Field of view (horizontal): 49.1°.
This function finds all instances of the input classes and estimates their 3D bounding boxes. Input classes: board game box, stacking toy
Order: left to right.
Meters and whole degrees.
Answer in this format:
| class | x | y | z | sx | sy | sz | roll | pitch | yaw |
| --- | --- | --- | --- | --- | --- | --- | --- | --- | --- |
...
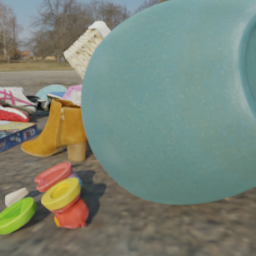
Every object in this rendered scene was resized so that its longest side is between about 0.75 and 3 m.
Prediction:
| class | x | y | z | sx | sy | sz | roll | pitch | yaw |
| --- | --- | --- | --- | --- | --- | --- | --- | --- | --- |
| board game box | -3.242 | 0.208 | 6.692 | 1.279 | 0.327 | 1.888 | 4 | 14 | 13 |
| stacking toy | -1.067 | 1.028 | 3.680 | 1.117 | 0.521 | 1.234 | -29 | 16 | -8 |

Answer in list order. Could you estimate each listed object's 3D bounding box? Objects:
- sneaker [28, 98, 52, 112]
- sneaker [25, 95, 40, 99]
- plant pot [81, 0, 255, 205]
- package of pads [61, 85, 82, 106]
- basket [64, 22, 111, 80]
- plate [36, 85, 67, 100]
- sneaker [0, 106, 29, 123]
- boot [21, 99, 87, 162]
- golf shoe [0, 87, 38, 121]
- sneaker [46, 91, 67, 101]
| class | x | y | z | sx | sy | sz | roll | pitch | yaw |
| --- | --- | --- | --- | --- | --- | --- | --- | --- | --- |
| sneaker | -2.850 | -0.787 | 9.630 | 1.391 | 0.462 | 0.629 | 11 | -5 | -5 |
| sneaker | -4.033 | -1.037 | 11.198 | 1.612 | 0.578 | 0.667 | 4 | 6 | 5 |
| plant pot | 1.012 | -0.381 | 3.261 | 2.709 | 2.709 | 1.825 | -7 | -3 | -26 |
| package of pads | -1.338 | -0.699 | 8.389 | 0.762 | 1.213 | 2.014 | 40 | 20 | 3 |
| basket | -0.603 | -1.537 | 7.249 | 1.236 | 2.003 | 1.358 | -38 | 25 | 1 |
| plate | -3.377 | -1.379 | 12.339 | 1.445 | 0.185 | 1.445 | -5 | 45 | 5 |
| sneaker | -3.778 | -0.193 | 8.299 | 1.488 | 0.583 | 0.860 | 18 | 52 | 4 |
| boot | -1.543 | -0.003 | 5.778 | 1.674 | 1.198 | 0.589 | 6 | 14 | 24 |
| golf shoe | -3.712 | -0.984 | 8.741 | 1.820 | 0.838 | 0.661 | 37 | -21 | -35 |
| sneaker | -2.110 | -1.094 | 10.474 | 1.905 | 0.748 | 0.849 | 9 | 51 | 6 |
